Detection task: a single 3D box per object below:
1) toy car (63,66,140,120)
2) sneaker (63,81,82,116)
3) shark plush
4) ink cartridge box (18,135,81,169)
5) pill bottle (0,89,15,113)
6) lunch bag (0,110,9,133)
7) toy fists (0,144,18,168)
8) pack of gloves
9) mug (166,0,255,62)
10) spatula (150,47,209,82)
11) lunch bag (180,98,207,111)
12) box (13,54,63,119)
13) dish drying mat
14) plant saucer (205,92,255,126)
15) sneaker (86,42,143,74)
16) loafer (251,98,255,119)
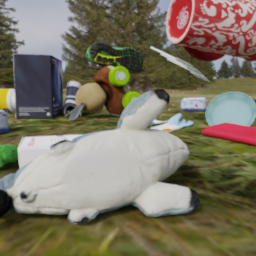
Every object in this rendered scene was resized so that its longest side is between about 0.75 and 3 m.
[{"bbox_3d":[-1.282,-1.030,11.564,2.821,2.226,2.318,-34,15,-19],"label":"toy car"},{"bbox_3d":[-2.282,-0.966,13.150,0.905,1.401,2.582,-1,-23,12],"label":"sneaker"},{"bbox_3d":[-0.477,0.663,2.974,2.749,1.249,1.145,-25,-4,-19],"label":"shark plush"},{"bbox_3d":[-0.885,0.419,4.068,1.252,0.519,0.919,-2,8,-15],"label":"ink cartridge box"},{"bbox_3d":[-6.258,-1.360,14.111,2.132,1.219,1.219,0,8,2],"label":"pill bottle"},{"bbox_3d":[-4.364,-0.170,7.622,1.901,0.718,1.523,5,12,28],"label":"lunch bag"},{"bbox_3d":[-2.323,0.451,4.419,1.133,0.390,0.578,2,1,25],"label":"toy fists"},{"bbox_3d":[1.096,-0.260,9.295,1.728,0.406,2.057,7,10,33],"label":"pack of gloves"},{"bbox_3d":[2.686,-2.884,8.526,2.902,2.576,1.936,1,43,-21],"label":"mug"},{"bbox_3d":[1.969,-2.457,10.785,1.628,0.188,2.342,16,17,-47],"label":"spatula"},{"bbox_3d":[3.661,-1.331,15.799,1.496,0.705,1.867,0,9,14],"label":"lunch bag"},{"bbox_3d":[-3.835,-1.811,12.341,1.609,2.591,2.612,-1,9,-3],"label":"box"},{"bbox_3d":[2.973,0.215,6.516,1.012,0.240,2.635,-9,13,-26],"label":"dish drying mat"},{"bbox_3d":[2.931,-0.394,7.995,1.374,1.374,0.247,5,-25,30],"label":"plant saucer"},{"bbox_3d":[-0.534,-3.008,12.077,2.690,1.049,1.146,12,0,-28],"label":"sneaker"},{"bbox_3d":[6.043,-0.838,11.694,2.699,0.850,0.970,-3,9,-21],"label":"loafer"}]
